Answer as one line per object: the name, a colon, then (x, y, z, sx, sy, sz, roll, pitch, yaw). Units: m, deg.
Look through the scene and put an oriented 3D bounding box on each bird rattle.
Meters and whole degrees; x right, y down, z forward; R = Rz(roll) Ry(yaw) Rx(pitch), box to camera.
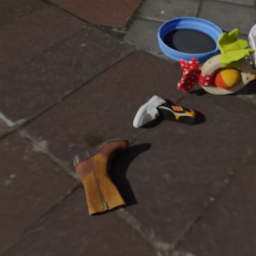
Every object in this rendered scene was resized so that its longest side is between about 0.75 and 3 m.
bird rattle: (3.345, -1.965, 10.267, 2.349, 2.881, 1.623, 32, 37, -29)

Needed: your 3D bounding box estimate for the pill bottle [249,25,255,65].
pill bottle: (6.025, -3.160, 11.603, 1.553, 1.553, 2.730, 5, 52, 4)

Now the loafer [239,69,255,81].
loafer: (5.047, -2.255, 11.650, 0.324, 0.326, 0.897, -33, 58, -23)

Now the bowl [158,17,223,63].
bowl: (2.855, -4.062, 12.940, 2.992, 0.587, 2.992, 0, 52, 0)

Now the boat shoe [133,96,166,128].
boat shoe: (0.832, -0.578, 10.101, 0.568, 0.626, 1.701, 23, 54, 23)

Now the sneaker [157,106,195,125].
sneaker: (1.756, -0.564, 10.257, 1.417, 0.495, 0.637, 16, 40, 11)

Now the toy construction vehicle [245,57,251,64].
toy construction vehicle: (4.960, -2.885, 12.175, 0.747, 0.302, 0.859, 5, 51, 4)

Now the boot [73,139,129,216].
boot: (-0.547, 1.414, 8.488, 1.907, 0.694, 2.026, -18, 54, -14)
